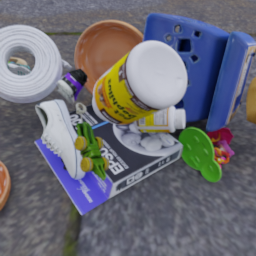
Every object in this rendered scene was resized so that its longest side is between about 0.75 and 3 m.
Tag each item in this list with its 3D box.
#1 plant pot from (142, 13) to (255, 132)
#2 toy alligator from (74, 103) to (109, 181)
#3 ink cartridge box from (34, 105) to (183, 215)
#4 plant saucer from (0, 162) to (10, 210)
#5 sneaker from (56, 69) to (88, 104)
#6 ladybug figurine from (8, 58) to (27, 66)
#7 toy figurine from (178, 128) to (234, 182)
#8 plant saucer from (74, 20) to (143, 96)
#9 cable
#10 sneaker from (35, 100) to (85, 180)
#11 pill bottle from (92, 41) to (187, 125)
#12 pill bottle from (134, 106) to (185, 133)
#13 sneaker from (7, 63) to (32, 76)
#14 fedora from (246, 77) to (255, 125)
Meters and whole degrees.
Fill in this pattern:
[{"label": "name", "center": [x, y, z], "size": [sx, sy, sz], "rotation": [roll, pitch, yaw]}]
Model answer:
[{"label": "plant pot", "center": [1.878, -1.480, 7.492], "size": [2.408, 2.679, 2.678], "rotation": [18, 23, 25]}, {"label": "toy alligator", "center": [-0.826, 0.306, 5.600], "size": [0.560, 0.406, 1.691], "rotation": [6, 57, -47]}, {"label": "ink cartridge box", "center": [-0.635, 0.411, 7.409], "size": [2.945, 0.639, 2.918], "rotation": [-26, 47, -26]}, {"label": "plant saucer", "center": [-3.870, 1.543, 6.217], "size": [2.417, 0.390, 2.417], "rotation": [0, 40, 0]}, {"label": "sneaker", "center": [-1.466, -1.185, 7.734], "size": [0.591, 1.700, 0.845], "rotation": [43, 79, -8]}, {"label": "ladybug figurine", "center": [-4.532, -2.261, 10.656], "size": [1.574, 0.566, 1.068], "rotation": [12, 40, 16]}, {"label": "toy figurine", "center": [2.248, 0.503, 7.175], "size": [1.349, 1.100, 1.466], "rotation": [-18, 64, -34]}, {"label": "plant saucer", "center": [-0.337, -1.737, 7.695], "size": [2.363, 2.363, 0.442], "rotation": [14, 34, 16]}, {"label": "cable", "center": [-2.842, -1.691, 7.541], "size": [2.063, 0.714, 2.064], "rotation": [46, 77, -4]}, {"label": "sneaker", "center": [-1.701, 0.302, 6.827], "size": [0.767, 0.791, 2.167], "rotation": [-11, 63, -34]}, {"label": "pill bottle", "center": [0.058, -0.738, 5.580], "size": [1.198, 1.198, 2.192], "rotation": [-28, 3, -29]}, {"label": "pill bottle", "center": [0.752, -0.200, 6.652], "size": [1.146, 0.626, 0.626], "rotation": [0, 38, 19]}, {"label": "sneaker", "center": [-3.260, -1.772, 8.779], "size": [1.391, 0.540, 0.635], "rotation": [25, 33, 24]}, {"label": "fedora", "center": [3.339, -0.620, 6.612], "size": [0.892, 2.187, 2.187], "rotation": [8, 38, 32]}]
